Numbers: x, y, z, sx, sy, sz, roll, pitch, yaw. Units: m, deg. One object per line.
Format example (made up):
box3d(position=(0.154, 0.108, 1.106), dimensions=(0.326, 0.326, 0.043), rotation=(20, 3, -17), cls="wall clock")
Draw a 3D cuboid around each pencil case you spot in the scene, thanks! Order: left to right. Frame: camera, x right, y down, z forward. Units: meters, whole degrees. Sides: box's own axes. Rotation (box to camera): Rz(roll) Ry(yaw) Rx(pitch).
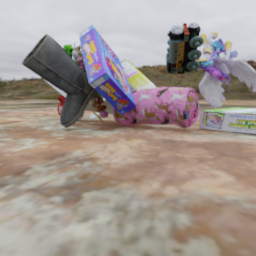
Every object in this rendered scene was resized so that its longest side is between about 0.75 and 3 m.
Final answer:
box3d(position=(0.840, -0.650, 9.247), dimensions=(2.826, 1.223, 1.170), rotation=(3, -34, 33), cls="pencil case")

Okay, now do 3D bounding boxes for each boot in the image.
box3d(position=(-2.120, -1.290, 8.325), dimensions=(2.247, 2.043, 0.815), rotation=(33, -1, -44), cls="boot")

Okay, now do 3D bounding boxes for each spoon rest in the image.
box3d(position=(-0.763, -1.043, 10.989), dimensions=(0.980, 0.598, 1.972), rotation=(16, -30, -2), cls="spoon rest")

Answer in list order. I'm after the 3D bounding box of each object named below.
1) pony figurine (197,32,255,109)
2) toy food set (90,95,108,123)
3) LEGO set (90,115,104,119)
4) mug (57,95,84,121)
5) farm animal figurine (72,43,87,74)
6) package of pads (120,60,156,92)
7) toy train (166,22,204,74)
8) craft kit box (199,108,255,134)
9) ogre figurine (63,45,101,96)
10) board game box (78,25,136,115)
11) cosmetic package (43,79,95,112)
box3d(position=(2.718, -1.834, 8.367), dimensions=(1.740, 2.017, 2.089), rotation=(-35, 19, 43), cls="pony figurine")
box3d(position=(-1.009, -0.800, 9.954), dimensions=(0.232, 0.936, 1.473), rotation=(-36, -19, -21), cls="toy food set")
box3d(position=(-1.402, -0.572, 13.321), dimensions=(0.853, 0.209, 0.637), rotation=(-1, 11, -7), cls="LEGO set")
box3d(position=(-2.578, -0.790, 12.138), dimensions=(1.151, 0.865, 1.296), rotation=(28, -4, -33), cls="mug")
box3d(position=(-1.522, -2.175, 9.512), dimensions=(0.659, 1.059, 1.311), rotation=(-26, -29, 19), cls="farm animal figurine")
box3d(position=(0.336, -1.535, 11.179), dimensions=(0.734, 1.663, 2.152), rotation=(-35, 60, -12), cls="package of pads")
box3d(position=(1.294, -1.831, 6.589), dimensions=(0.795, 0.594, 1.395), rotation=(-5, -32, 3), cls="toy train")
box3d(position=(4.345, -0.271, 9.123), dimensions=(2.930, 0.720, 2.967), rotation=(10, 12, 44), cls="craft kit box")
box3d(position=(-1.850, -1.907, 10.379), dimensions=(2.131, 1.046, 1.278), rotation=(38, -42, -22), cls="ogre figurine")
box3d(position=(-0.702, -1.897, 9.081), dimensions=(0.585, 2.612, 1.756), rotation=(-30, -42, 15), cls="board game box")
box3d(position=(-2.338, -1.628, 11.932), dimensions=(2.579, 0.653, 1.064), rotation=(38, 20, 23), cls="cosmetic package")
